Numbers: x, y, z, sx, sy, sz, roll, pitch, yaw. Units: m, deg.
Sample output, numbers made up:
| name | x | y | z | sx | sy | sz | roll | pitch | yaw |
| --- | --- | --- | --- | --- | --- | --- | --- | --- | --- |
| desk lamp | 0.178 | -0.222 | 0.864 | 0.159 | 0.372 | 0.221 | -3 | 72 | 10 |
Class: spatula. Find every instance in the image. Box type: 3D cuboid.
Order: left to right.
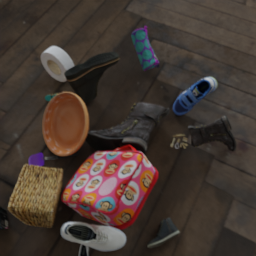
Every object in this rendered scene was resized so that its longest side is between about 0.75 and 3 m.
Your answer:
| name | x | y | z | sx | sy | sz | roll | pitch | yaw |
| --- | --- | --- | --- | --- | --- | --- | --- | --- | --- |
| spatula | -2.808 | 1.114 | 10.582 | 1.903 | 0.196 | 0.538 | -11 | 70 | -10 |

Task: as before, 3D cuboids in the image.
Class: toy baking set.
| name | x | y | z | sx | sy | sz | roll | pitch | yaw |
| --- | --- | --- | --- | --- | --- | --- | --- | --- | --- |
| toy baking set | 1.973 | 0.527 | 10.820 | 0.781 | 0.091 | 0.599 | -1 | 62 | -15 |

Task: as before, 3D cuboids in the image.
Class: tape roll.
| name | x | y | z | sx | sy | sz | roll | pitch | yaw |
| --- | --- | --- | --- | --- | --- | --- | --- | --- | --- |
| tape roll | -3.021 | -2.717 | 12.028 | 1.497 | 1.497 | 0.523 | 29 | 58 | 15 |

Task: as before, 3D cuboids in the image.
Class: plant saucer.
| name | x | y | z | sx | sy | sz | roll | pitch | yaw |
| --- | --- | --- | --- | --- | --- | --- | --- | --- | --- |
| plant saucer | -2.316 | -0.135 | 10.552 | 2.405 | 0.450 | 2.405 | -4 | 84 | 37 |

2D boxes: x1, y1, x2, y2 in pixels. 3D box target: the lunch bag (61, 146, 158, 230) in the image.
| name | x | y | z | sx | sy | sz | roll | pitch | yaw |
| --- | --- | --- | --- | --- | --- | --- | --- | --- | --- |
| lunch bag | -0.568 | 1.668 | 8.988 | 2.940 | 1.204 | 2.590 | -3 | 47 | 48 |

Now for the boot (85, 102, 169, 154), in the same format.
| name | x | y | z | sx | sy | sz | roll | pitch | yaw |
| --- | --- | --- | --- | --- | --- | --- | --- | --- | --- |
| boot | -0.040 | -0.091 | 10.964 | 2.872 | 0.994 | 2.500 | 7 | 45 | 23 |

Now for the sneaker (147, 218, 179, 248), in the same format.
| name | x | y | z | sx | sy | sz | roll | pitch | yaw |
| --- | --- | --- | --- | --- | --- | --- | --- | --- | --- |
| sneaker | 1.048 | 3.478 | 9.266 | 1.166 | 0.436 | 0.619 | -19 | 57 | -19 |

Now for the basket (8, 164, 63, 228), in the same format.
| name | x | y | z | sx | sy | sz | roll | pitch | yaw |
| --- | --- | --- | --- | --- | --- | --- | --- | --- | --- |
| basket | -2.996 | 2.278 | 9.274 | 1.348 | 1.292 | 1.810 | 8 | 44 | -7 |

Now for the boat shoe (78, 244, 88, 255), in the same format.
| name | x | y | z | sx | sy | sz | roll | pitch | yaw |
| --- | --- | --- | --- | --- | --- | --- | --- | --- | --- |
| boat shoe | -1.440 | 4.201 | 8.843 | 0.394 | 0.350 | 1.071 | -5 | 64 | -3 |

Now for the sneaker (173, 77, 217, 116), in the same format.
| name | x | y | z | sx | sy | sz | roll | pitch | yaw |
| --- | --- | --- | --- | --- | --- | --- | --- | --- | --- |
| sneaker | 2.565 | -1.278 | 11.163 | 2.078 | 0.855 | 0.768 | -43 | 81 | 21 |

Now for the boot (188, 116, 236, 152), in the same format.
| name | x | y | z | sx | sy | sz | roll | pitch | yaw |
| --- | --- | --- | --- | --- | --- | --- | --- | --- | --- |
| boot | 3.114 | 0.385 | 10.488 | 1.531 | 1.758 | 0.609 | -22 | 30 | 12 |

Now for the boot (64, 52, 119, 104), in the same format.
| name | x | y | z | sx | sy | sz | roll | pitch | yaw |
| --- | --- | --- | --- | --- | --- | --- | --- | --- | --- |
| boot | -1.296 | -2.040 | 11.629 | 2.307 | 1.596 | 0.893 | -24 | 38 | -7 |

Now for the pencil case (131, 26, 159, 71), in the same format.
| name | x | y | z | sx | sy | sz | roll | pitch | yaw |
| --- | --- | --- | --- | --- | --- | --- | --- | --- | --- |
| pencil case | 0.764 | -3.483 | 12.437 | 0.776 | 0.843 | 1.825 | -15 | 82 | -52 |

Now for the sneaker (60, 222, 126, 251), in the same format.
| name | x | y | z | sx | sy | sz | roll | pitch | yaw |
| --- | --- | --- | --- | --- | --- | --- | --- | --- | --- |
| sneaker | -1.029 | 3.415 | 8.717 | 2.140 | 0.757 | 0.781 | 14 | 72 | -16 |

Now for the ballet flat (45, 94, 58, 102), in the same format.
| name | x | y | z | sx | sy | sz | roll | pitch | yaw |
| --- | --- | --- | --- | --- | --- | --- | --- | --- | --- |
| ballet flat | -3.139 | -1.275 | 11.781 | 0.892 | 0.315 | 0.315 | -4 | 53 | 41 |

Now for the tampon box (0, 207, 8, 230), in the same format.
| name | x | y | z | sx | sy | sz | roll | pitch | yaw |
| --- | --- | --- | --- | --- | --- | --- | --- | --- | --- |
| tampon box | -4.604 | 3.090 | 9.250 | 0.984 | 0.738 | 0.621 | -15 | 62 | -8 |
